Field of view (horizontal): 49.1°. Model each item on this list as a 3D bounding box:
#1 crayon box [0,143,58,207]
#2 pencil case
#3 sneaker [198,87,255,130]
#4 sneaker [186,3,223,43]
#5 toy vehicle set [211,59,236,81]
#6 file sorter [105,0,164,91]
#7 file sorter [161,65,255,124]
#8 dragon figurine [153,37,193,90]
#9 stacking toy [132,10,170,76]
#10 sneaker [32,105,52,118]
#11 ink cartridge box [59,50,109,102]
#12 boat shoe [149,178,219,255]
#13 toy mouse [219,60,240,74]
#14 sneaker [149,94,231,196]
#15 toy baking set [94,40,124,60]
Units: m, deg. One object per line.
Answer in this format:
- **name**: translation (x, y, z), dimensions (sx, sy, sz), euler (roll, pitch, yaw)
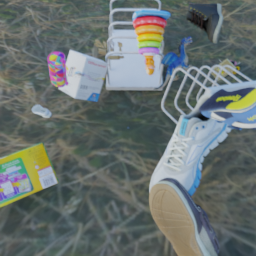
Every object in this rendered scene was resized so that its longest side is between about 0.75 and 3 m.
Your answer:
- **crayon box**: translation (-2.814, 1.200, 6.942), dimensions (1.861, 0.542, 1.105), euler (-21, 93, -16)
- **pencil case**: translation (-1.800, -1.482, 7.256), dimensions (0.483, 1.092, 0.483), euler (3, 68, -6)
- **sneaker**: translation (1.968, -0.307, 5.353), dimensions (0.661, 0.735, 1.788), euler (-47, 14, -2)
- **sneaker**: translation (2.251, -3.179, 8.468), dimensions (1.030, 0.725, 1.940), euler (9, 44, 7)
- **toy vehicle set**: translation (3.437, -2.106, 10.200), dimensions (0.481, 0.774, 0.103), euler (42, 41, -15)
- **file sorter**: translation (0.249, -3.093, 10.179), dimensions (2.053, 1.842, 2.958), euler (1, 60, 1)
- **file sorter**: translation (2.405, -0.928, 8.362), dimensions (2.291, 1.590, 1.427), euler (-12, 46, -34)
- **dragon figurine**: translation (1.349, -1.950, 8.538), dimensions (1.788, 0.526, 0.889), euler (-39, 79, 19)
- **stacking toy**: translation (0.632, -2.470, 8.307), dimensions (0.998, 1.819, 1.056), euler (0, 5, -10)
- **sneaker**: translation (-2.482, -0.439, 8.023), dimensions (0.782, 0.277, 0.286), euler (22, 66, 41)
- **ink cartridge box**: translation (-1.410, -1.634, 8.877), dimensions (0.944, 1.305, 0.961), euler (30, 16, 37)
- **boat shoe**: translation (1.219, 1.934, 5.693), dimensions (0.903, 2.511, 0.814), euler (-11, 26, 43)
- **toy mouse**: translation (3.948, -2.424, 11.058), dimensions (0.926, 0.202, 1.042), euler (35, 56, 27)
- **sneaker**: translation (1.270, 0.396, 6.356), dimensions (1.084, 1.253, 2.892), euler (18, 64, 40)
- **toy baking set**: translation (-0.577, -2.500, 9.045), dimensions (1.227, 0.942, 0.143), euler (12, 72, 35)
